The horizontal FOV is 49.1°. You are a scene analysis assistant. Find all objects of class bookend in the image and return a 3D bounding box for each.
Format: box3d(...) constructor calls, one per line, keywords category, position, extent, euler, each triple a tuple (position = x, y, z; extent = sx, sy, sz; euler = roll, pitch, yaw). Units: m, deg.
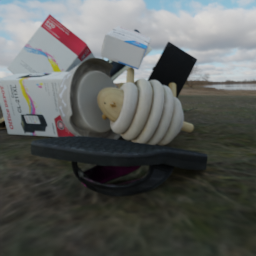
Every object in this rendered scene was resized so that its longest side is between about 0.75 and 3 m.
box3d(category="bookend", position=(0.840, -1.183, 8.535), extent=(0.977, 2.121, 2.108), euler=(29, -4, -8))

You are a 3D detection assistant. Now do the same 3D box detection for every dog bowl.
box3d(category="dog bowl", position=(-0.830, -0.621, 6.923), extent=(0.613, 2.092, 2.092), euler=(-4, 4, 39))

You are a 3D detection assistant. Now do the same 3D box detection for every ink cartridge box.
box3d(category="ink cartridge box", position=(-0.017, -1.893, 6.500), extent=(0.916, 0.537, 1.251), euler=(20, 28, 0))
box3d(category="ink cartridge box", position=(-2.433, -2.129, 9.150), extent=(1.562, 2.160, 1.570), euler=(39, 1, 1))
box3d(category="ink cartridge box", position=(-2.384, -0.652, 7.868), extent=(2.264, 1.650, 0.938), euler=(2, 22, 19))

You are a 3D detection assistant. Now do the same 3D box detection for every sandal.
box3d(category="sandal", position=(0.110, 0.562, 3.879), extent=(2.890, 0.692, 1.086), euler=(9, 0, -39))

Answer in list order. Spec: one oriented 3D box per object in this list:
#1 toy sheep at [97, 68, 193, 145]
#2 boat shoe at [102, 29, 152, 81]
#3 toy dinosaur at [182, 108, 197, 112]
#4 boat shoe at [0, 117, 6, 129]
box3d(category="toy sheep", position=(0.460, -0.366, 6.459), extent=(2.435, 1.678, 1.678), euler=(14, 5, -14))
box3d(category="boat shoe", position=(-0.602, -1.701, 8.013), extent=(2.703, 0.836, 1.012), euler=(-35, 12, 17))
box3d(category="toy dinosaur", position=(2.513, -1.112, 15.291), extent=(2.335, 0.554, 1.029), euler=(-3, 23, -23))
box3d(category="boat shoe", position=(-4.066, -0.141, 9.301), extent=(0.353, 0.390, 1.095), euler=(10, 18, 17))
